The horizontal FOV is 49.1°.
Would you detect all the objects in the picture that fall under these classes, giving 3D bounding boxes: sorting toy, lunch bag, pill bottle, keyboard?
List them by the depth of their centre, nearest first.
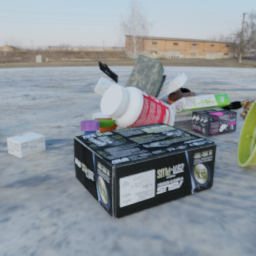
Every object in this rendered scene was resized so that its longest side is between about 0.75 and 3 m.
[{"bbox_3d":[-0.573,-1.651,8.085,0.780,0.468,0.100,40,70,20],"label":"keyboard"},{"bbox_3d":[-0.817,0.182,8.371,0.929,0.922,2.678,0,5,8],"label":"sorting toy"},{"bbox_3d":[0.300,-0.501,8.698,2.238,1.256,1.256,21,0,-40],"label":"pill bottle"},{"bbox_3d":[0.981,-2.184,14.239,1.444,2.015,2.456,22,-5,20],"label":"lunch bag"}]

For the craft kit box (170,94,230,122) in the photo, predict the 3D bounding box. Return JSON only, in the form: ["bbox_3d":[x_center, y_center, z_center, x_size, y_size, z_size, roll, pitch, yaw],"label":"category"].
[{"bbox_3d":[2.597,-0.757,11.625,2.241,0.544,2.213,-8,-8,-26],"label":"craft kit box"}]

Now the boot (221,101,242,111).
[{"bbox_3d":[5.375,-1.119,14.596,1.222,0.460,0.914,-6,6,20],"label":"boot"}]

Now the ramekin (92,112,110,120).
[{"bbox_3d":[-0.935,-0.319,11.749,1.128,0.525,1.128,1,16,0],"label":"ramekin"}]

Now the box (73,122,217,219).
[{"bbox_3d":[0.329,0.802,6.679,2.678,1.153,2.193,-9,18,-29],"label":"box"}]

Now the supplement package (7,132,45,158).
[{"bbox_3d":[-3.213,0.521,8.856,0.702,0.499,0.901,12,19,34],"label":"supplement package"}]

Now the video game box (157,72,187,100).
[{"bbox_3d":[2.228,-2.317,16.464,2.328,0.598,2.556,-32,6,23],"label":"video game box"}]

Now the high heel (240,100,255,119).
[{"bbox_3d":[5.588,-0.944,13.427,1.485,0.744,2.083,2,24,-15],"label":"high heel"}]

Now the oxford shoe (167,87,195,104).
[{"bbox_3d":[3.066,-1.795,15.775,1.066,1.086,2.994,-2,17,-16],"label":"oxford shoe"}]

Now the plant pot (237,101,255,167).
[{"bbox_3d":[4.154,0.349,7.567,1.758,1.912,1.912,15,18,8],"label":"plant pot"}]

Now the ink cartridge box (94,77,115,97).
[{"bbox_3d":[-0.930,-1.621,11.398,0.696,0.400,0.959,29,26,-12],"label":"ink cartridge box"}]

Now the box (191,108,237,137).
[{"bbox_3d":[3.319,-0.227,10.870,1.459,0.837,0.964,-7,16,-25],"label":"box"}]
